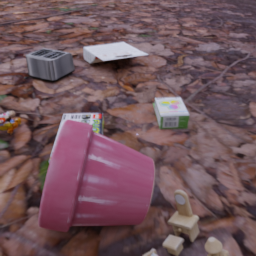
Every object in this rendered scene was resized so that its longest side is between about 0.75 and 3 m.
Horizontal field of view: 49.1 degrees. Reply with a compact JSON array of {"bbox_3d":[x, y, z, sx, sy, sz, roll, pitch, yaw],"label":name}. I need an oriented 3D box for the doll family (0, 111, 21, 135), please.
[{"bbox_3d":[-3.977,-0.132,9.148,0.861,0.625,1.387,-15,17,-10],"label":"doll family"}]

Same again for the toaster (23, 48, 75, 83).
[{"bbox_3d":[-3.628,-2.875,12.825,1.630,1.070,1.803,16,36,24],"label":"toaster"}]

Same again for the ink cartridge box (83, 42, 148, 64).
[{"bbox_3d":[-0.715,-3.621,14.227,2.411,0.847,2.967,-14,36,-21],"label":"ink cartridge box"}]

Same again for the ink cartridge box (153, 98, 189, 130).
[{"bbox_3d":[1.451,-0.654,9.857,0.943,0.539,1.817,-2,33,-3],"label":"ink cartridge box"}]

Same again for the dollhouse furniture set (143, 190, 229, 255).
[{"bbox_3d":[0.595,2.129,4.512,1.332,1.137,2.569,0,24,44],"label":"dollhouse furniture set"}]

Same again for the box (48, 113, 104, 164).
[{"bbox_3d":[-1.444,0.350,8.388,1.358,0.428,2.467,-1,33,-1],"label":"box"}]

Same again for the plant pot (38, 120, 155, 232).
[{"bbox_3d":[-0.587,1.115,5.853,1.982,2.214,2.214,14,32,-7],"label":"plant pot"}]
